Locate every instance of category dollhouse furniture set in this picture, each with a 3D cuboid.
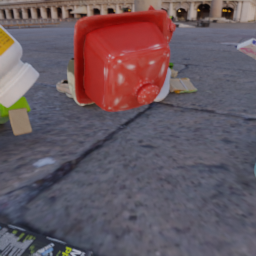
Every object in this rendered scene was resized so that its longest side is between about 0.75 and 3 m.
[{"bbox_3d":[-3.900,0.077,7.993,1.565,1.199,2.390,-16,-1,-44],"label":"dollhouse furniture set"},{"bbox_3d":[2.056,-2.058,12.990,1.196,0.924,2.394,-1,42,-21],"label":"dollhouse furniture set"}]

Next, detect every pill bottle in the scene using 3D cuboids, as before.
[{"bbox_3d":[-2.454,-1.280,4.494,1.104,1.957,1.104,-33,29,21],"label":"pill bottle"}]

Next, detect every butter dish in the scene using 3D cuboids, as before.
[{"bbox_3d":[0.073,-1.048,5.521,2.015,2.021,1.494,-15,51,-23],"label":"butter dish"},{"bbox_3d":[1.211,-3.492,9.920,0.993,1.344,1.340,5,-22,40],"label":"butter dish"}]

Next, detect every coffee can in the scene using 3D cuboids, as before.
[{"bbox_3d":[-0.881,-1.969,10.995,2.477,1.813,1.813,-16,29,-31],"label":"coffee can"}]

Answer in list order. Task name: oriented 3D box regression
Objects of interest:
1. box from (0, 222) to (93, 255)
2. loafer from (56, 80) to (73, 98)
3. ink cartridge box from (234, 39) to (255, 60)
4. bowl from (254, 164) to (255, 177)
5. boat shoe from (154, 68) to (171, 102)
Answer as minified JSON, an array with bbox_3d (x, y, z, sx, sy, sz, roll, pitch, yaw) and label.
[{"bbox_3d":[-1.758,2.214,3.216,1.894,0.523,2.365,9,26,18],"label":"box"},{"bbox_3d":[-2.598,-1.822,12.142,0.688,0.602,1.914,-15,28,-30],"label":"loafer"},{"bbox_3d":[3.865,-2.302,8.542,0.975,0.215,0.993,24,-3,-11],"label":"ink cartridge box"},{"bbox_3d":[4.176,0.592,5.799,2.661,1.392,2.661,1,24,0],"label":"bowl"},{"bbox_3d":[1.257,-1.745,11.819,0.780,0.768,2.201,24,48,-8],"label":"boat shoe"}]
